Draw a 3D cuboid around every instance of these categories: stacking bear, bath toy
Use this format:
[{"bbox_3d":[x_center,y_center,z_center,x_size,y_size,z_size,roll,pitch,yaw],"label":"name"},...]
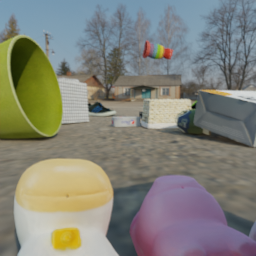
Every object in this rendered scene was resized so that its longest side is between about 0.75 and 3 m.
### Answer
[{"bbox_3d":[1.249,-3.096,11.461,1.149,0.698,0.654,7,18,-12],"label":"stacking bear"},{"bbox_3d":[0.112,0.435,0.934,1.466,0.638,0.542,3,-18,-13],"label":"bath toy"}]

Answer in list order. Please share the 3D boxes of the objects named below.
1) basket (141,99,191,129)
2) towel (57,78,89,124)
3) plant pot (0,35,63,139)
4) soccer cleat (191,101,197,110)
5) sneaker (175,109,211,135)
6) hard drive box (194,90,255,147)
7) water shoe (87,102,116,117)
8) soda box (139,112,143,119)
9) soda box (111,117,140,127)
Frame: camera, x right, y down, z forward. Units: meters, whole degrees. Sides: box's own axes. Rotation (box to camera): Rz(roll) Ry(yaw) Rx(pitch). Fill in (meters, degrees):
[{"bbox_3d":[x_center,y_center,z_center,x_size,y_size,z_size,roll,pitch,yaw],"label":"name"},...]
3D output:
[{"bbox_3d":[1.172,-0.445,8.602,1.409,0.869,0.955,0,6,-10],"label":"basket"},{"bbox_3d":[-2.332,-0.958,10.193,0.844,1.634,1.973,-2,4,29],"label":"towel"},{"bbox_3d":[-2.865,-0.627,5.924,2.226,2.083,2.083,-11,3,10],"label":"plant pot"},{"bbox_3d":[4.247,-0.957,15.303,1.024,0.853,2.528,-34,20,-3],"label":"soccer cleat"},{"bbox_3d":[1.696,-0.244,7.339,0.898,0.671,2.000,6,10,13],"label":"sneaker"},{"bbox_3d":[2.674,-0.265,5.735,2.045,0.785,1.594,-3,17,-28],"label":"hard drive box"},{"bbox_3d":[-1.638,-1.058,15.567,2.074,0.818,0.741,3,6,29],"label":"water shoe"},{"bbox_3d":[0.924,-0.578,12.958,0.378,0.338,1.068,-4,6,-28],"label":"soda box"},{"bbox_3d":[-0.070,-0.197,8.957,0.910,0.311,0.289,-2,6,-26],"label":"soda box"}]
